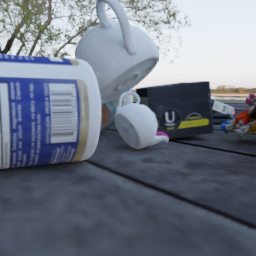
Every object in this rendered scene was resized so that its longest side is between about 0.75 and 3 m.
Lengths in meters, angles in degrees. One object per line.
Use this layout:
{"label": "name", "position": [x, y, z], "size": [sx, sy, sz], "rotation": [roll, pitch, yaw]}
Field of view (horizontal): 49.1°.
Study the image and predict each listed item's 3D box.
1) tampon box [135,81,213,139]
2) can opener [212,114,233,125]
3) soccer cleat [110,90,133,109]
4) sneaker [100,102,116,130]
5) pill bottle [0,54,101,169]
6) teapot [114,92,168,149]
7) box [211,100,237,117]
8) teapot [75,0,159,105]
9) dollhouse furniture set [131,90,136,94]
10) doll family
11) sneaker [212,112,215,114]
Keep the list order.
{"label": "tampon box", "position": [0.965, -0.444, 6.467], "size": [1.325, 1.116, 1.768], "rotation": [-7, 9, -5]}
{"label": "can opener", "position": [2.394, -0.296, 8.344], "size": [1.341, 0.358, 0.448], "rotation": [2, -22, 46]}
{"label": "soccer cleat", "position": [-0.313, -1.311, 9.073], "size": [0.828, 2.370, 1.023], "rotation": [-10, 17, -3]}
{"label": "sneaker", "position": [-1.148, -0.483, 7.992], "size": [2.738, 0.977, 1.094], "rotation": [8, 11, 43]}
{"label": "pill bottle", "position": [-1.751, -0.191, 3.431], "size": [2.562, 1.423, 1.423], "rotation": [-3, 7, -26]}
{"label": "teapot", "position": [0.201, -0.106, 4.853], "size": [0.624, 0.854, 0.843], "rotation": [-34, 39, -24]}
{"label": "box", "position": [3.497, -0.876, 12.372], "size": [1.241, 0.392, 2.255], "rotation": [16, -1, -22]}
{"label": "teapot", "position": [-0.436, -1.649, 6.291], "size": [2.123, 1.550, 2.095], "rotation": [-37, -6, 25]}
{"label": "dollhouse furniture set", "position": [0.957, -1.301, 13.945], "size": [2.445, 1.267, 1.082], "rotation": [-1, 5, -7]}
{"label": "doll family", "position": [2.789, -0.324, 5.589], "size": [1.774, 0.799, 1.101], "rotation": [-42, -1, -29]}
{"label": "sneaker", "position": [3.272, -0.565, 11.918], "size": [0.476, 0.335, 0.897], "rotation": [10, 4, -16]}
